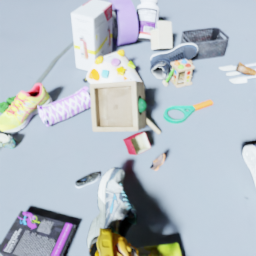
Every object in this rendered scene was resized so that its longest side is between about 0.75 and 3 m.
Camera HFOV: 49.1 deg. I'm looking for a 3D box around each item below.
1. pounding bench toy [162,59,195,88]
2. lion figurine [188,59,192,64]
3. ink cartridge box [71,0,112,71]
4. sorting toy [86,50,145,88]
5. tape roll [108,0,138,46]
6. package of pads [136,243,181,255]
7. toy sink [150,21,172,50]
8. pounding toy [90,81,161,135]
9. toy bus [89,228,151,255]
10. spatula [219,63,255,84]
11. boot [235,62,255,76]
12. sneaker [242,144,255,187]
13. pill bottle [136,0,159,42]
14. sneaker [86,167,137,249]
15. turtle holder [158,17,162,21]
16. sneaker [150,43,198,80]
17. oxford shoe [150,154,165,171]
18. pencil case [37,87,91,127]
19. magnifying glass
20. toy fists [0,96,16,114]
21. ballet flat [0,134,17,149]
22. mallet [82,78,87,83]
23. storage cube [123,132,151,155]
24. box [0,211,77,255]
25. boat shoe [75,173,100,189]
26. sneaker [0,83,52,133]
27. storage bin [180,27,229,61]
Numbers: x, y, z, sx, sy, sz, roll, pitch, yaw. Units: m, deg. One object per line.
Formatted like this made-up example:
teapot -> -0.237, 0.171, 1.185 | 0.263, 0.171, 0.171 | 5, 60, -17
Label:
pounding bench toy -> 2.375, -2.644, 13.655 | 1.403, 1.095, 0.872 | -15, 44, -14
lion figurine -> 2.988, -3.846, 15.332 | 0.853, 0.505, 1.393 | 26, 26, -28
ink cartridge box -> -1.773, -4.719, 14.487 | 1.243, 2.980, 2.163 | 18, 47, 13
sorting toy -> -0.376, -2.457, 13.630 | 2.505, 1.338, 2.255 | -27, 68, -25
tape roll -> -0.370, -6.095, 16.215 | 1.067, 2.511, 2.511 | -15, 46, -13
package of pads -> 0.847, 3.702, 7.595 | 1.289, 0.439, 0.996 | -5, 45, -6
toy sink -> 1.853, -5.193, 15.838 | 0.959, 1.471, 0.824 | -11, 13, -30
pounding toy -> -0.046, -0.688, 10.953 | 2.325, 2.140, 1.653 | -1, 6, 18
toy bus -> 0.140, 3.593, 6.292 | 2.227, 2.320, 1.574 | 5, 17, -6
spatula -> 6.155, -2.891, 14.634 | 2.356, 0.189, 1.638 | -9, 39, -10
boot -> 6.062, -3.006, 14.337 | 0.942, 0.465, 1.214 | 21, 21, 8
sneaker -> 5.136, 1.464, 9.574 | 1.685, 0.927, 2.301 | -3, 51, -13
pill bottle -> 1.119, -6.433, 16.474 | 1.358, 2.438, 1.358 | 7, 9, -1
sneaker -> -0.248, 2.412, 8.267 | 1.197, 1.076, 2.773 | -9, 48, 21
turtle holder -> 1.758, -6.326, 17.542 | 1.054, 0.985, 1.387 | 5, 42, 5
sneaker -> 2.289, -3.311, 14.079 | 2.536, 0.964, 1.832 | -15, 33, 20
oxford shoe -> 1.030, 1.208, 9.873 | 0.281, 0.772, 0.275 | 16, 27, -26
pencil case -> -2.703, -0.921, 11.969 | 2.348, 1.004, 0.986 | -28, 38, -28
magnifying glass -> 2.681, -0.793, 12.381 | 2.441, 0.273, 0.972 | -18, 46, -18
toy fists -> -5.363, -1.049, 12.556 | 0.570, 0.385, 1.119 | 23, 50, 23
ballet flat -> -5.149, 0.389, 10.937 | 1.664, 0.618, 0.618 | 8, 45, 8
mallet -> -1.532, -3.078, 14.464 | 2.184, 0.449, 0.719 | -33, 94, -26
storage cube -> 0.323, 0.593, 10.468 | 0.768, 0.656, 0.690 | -25, 8, -24
box -> -2.626, 3.256, 8.143 | 1.865, 0.337, 1.333 | 12, 45, 10
boat shoe -> -1.398, 1.785, 9.702 | 0.940, 0.266, 0.322 | -25, 49, -24
sneaker -> -4.494, -0.931, 11.791 | 1.101, 1.272, 2.817 | 24, 50, 21
storage bin -> 4.288, -4.783, 15.909 | 2.336, 1.095, 1.579 | -10, 45, -9
